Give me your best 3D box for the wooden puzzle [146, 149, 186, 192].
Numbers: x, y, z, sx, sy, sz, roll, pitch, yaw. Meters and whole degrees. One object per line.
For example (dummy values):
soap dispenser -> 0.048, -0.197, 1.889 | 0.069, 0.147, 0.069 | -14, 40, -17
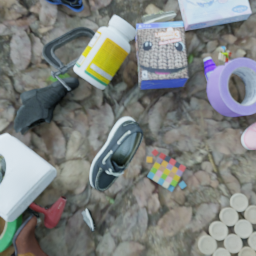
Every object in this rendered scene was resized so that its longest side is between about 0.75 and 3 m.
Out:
wooden puzzle -> 1.486, 1.713, 10.938 | 1.877, 0.132, 1.113 | 31, 81, 5

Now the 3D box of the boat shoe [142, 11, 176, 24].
boat shoe -> 1.301, -4.724, 11.906 | 1.450, 0.518, 0.433 | -17, 85, 1

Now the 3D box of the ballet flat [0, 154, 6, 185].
ballet flat -> -4.111, 1.503, 8.215 | 0.814, 0.814, 2.262 | -2, 48, 0

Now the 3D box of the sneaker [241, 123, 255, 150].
sneaker -> 5.703, 0.018, 10.628 | 2.643, 1.382, 0.995 | -22, 82, -3

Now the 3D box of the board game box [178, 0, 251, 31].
board game box -> 3.538, -5.773, 12.048 | 2.748, 0.596, 2.735 | -10, 80, -2

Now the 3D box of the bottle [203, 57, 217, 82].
bottle -> 3.443, -2.222, 11.483 | 0.566, 0.443, 1.356 | -18, 79, 10

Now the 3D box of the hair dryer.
hair dryer -> -3.154, 3.086, 10.271 | 1.964, 0.534, 1.496 | -22, 109, -7

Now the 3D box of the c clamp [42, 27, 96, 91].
c clamp -> -2.135, -2.957, 11.362 | 2.428, 0.385, 2.842 | 40, 67, 17

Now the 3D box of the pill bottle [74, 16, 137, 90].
pill bottle -> -0.832, -2.904, 10.803 | 1.449, 1.449, 2.570 | 36, 98, 6

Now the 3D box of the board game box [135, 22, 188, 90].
board game box -> 1.306, -2.865, 11.248 | 1.868, 1.135, 2.343 | -4, 80, -1

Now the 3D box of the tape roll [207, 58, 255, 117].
tape roll -> 4.233, -1.529, 10.856 | 2.158, 0.917, 2.158 | 1, 87, -13

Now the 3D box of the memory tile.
memory tile -> 4.093, 4.046, 10.477 | 2.063, 0.226, 2.691 | 40, 82, 6

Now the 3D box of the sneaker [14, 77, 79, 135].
sneaker -> -3.170, -0.860, 11.071 | 2.918, 0.876, 1.522 | -17, 80, 2

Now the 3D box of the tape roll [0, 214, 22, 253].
tape roll -> -5.304, 3.474, 10.378 | 2.534, 0.609, 2.534 | 0, 80, 0

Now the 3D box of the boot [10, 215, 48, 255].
boot -> -2.793, 4.561, 9.813 | 2.646, 0.906, 2.491 | 22, 95, 4

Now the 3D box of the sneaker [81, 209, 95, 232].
sneaker -> -1.483, 3.507, 10.553 | 0.342, 0.319, 0.862 | -27, 75, 5

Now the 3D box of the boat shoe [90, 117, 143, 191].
boat shoe -> -0.350, 0.873, 7.681 | 0.904, 0.721, 2.390 | 8, 115, -33

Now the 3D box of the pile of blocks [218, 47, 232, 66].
pile of blocks -> 2.561, -1.942, 7.347 | 0.279, 0.369, 0.899 | 3, 37, 23

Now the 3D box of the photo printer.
photo printer -> -4.393, 1.615, 10.149 | 2.797, 0.971, 2.327 | 34, 63, 18

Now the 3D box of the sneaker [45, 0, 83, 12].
sneaker -> -2.853, -5.641, 11.938 | 1.988, 0.774, 0.697 | 20, 81, 3
